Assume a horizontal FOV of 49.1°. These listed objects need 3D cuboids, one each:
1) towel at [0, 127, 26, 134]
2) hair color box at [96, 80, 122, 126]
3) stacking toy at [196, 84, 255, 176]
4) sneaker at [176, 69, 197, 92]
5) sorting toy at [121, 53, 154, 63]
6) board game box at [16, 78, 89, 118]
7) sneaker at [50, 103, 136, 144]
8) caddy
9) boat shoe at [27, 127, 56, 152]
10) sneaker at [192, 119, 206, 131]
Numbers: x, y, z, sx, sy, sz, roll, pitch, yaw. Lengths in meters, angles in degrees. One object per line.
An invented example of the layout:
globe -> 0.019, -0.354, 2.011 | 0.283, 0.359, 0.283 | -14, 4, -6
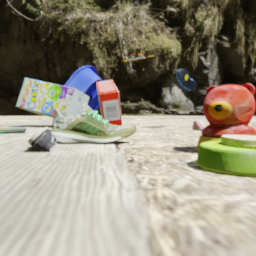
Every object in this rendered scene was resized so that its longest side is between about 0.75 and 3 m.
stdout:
towel -> -3.834, 0.093, 8.563 | 1.356, 0.147, 0.994 | -3, 4, -22
hair color box -> -0.814, -1.044, 11.438 | 0.792, 1.374, 2.478 | -8, 20, -5
stacking toy -> 2.047, -0.104, 3.547 | 2.551, 1.078, 2.309 | 1, 3, 24
sneaker -> 2.192, -1.921, 11.280 | 0.637, 0.535, 1.625 | 24, 0, 36
sorting toy -> 0.354, -2.798, 11.028 | 1.344, 0.227, 0.648 | -8, 11, 9
board game box -> -3.239, -1.123, 12.068 | 2.579, 1.328, 1.353 | 14, -5, 23
sneaker -> -0.749, -0.101, 5.748 | 1.849, 0.819, 0.711 | 0, 3, -2
caddy -> -2.343, -1.693, 13.812 | 1.474, 2.809, 1.986 | 38, -2, 21
boat shoe -> -1.470, 0.250, 4.919 | 0.372, 0.431, 1.188 | 42, -9, -7
sneaker -> 2.528, -0.100, 9.677 | 0.285, 0.395, 0.756 | 0, 4, -35
